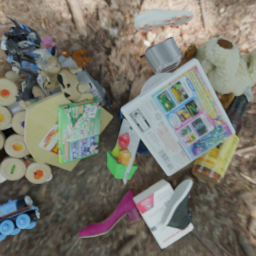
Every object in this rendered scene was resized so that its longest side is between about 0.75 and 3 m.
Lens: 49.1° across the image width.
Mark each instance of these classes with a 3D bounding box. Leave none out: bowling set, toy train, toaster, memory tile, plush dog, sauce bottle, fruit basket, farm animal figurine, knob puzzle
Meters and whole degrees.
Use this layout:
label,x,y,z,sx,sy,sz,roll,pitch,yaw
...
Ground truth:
label,x,y,z,sx,sy,sz,roll,pitch,yaw
bowling set,-4.219,-1.646,7.921,2.192,1.177,1.525,-9,68,-25
toy train,-2.631,-2.115,7.650,0.973,1.703,0.738,-27,80,16
toaster,-1.568,-1.070,8.042,1.373,1.208,2.126,-35,82,-4
memory tile,-2.725,0.185,7.192,2.038,0.223,2.660,15,106,-21
toy train,-2.518,0.721,7.955,1.130,0.418,1.504,6,76,3
toy train,-3.175,2.382,7.431,1.573,0.682,0.899,-21,71,-5
toaster,1.052,-2.154,8.556,1.228,0.698,0.793,-28,80,-10
plush dog,2.643,-1.759,8.039,2.234,1.793,1.919,3,35,-23
sauce bottle,2.680,0.256,7.887,0.875,0.875,2.651,26,75,6
fruit basket,-0.043,0.582,7.320,0.656,1.295,1.399,17,99,-25
farm animal figurine,-1.686,-1.345,6.514,1.645,1.328,0.827,24,37,33
knob puzzle,-1.712,-0.045,7.240,2.486,2.486,0.345,-43,49,-10

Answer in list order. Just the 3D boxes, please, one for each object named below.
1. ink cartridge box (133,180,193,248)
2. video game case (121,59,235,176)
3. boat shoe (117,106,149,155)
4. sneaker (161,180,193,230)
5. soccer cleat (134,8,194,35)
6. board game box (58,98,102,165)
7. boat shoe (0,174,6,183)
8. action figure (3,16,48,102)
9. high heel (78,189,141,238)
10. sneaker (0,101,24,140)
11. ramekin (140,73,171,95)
label,x,y,z,sx,sy,sz,roll,pitch,yaw
ink cartridge box,0.901,2.220,7.305,0.992,0.578,1.371,-30,96,-8
video game case,1.202,-0.150,6.446,1.945,0.253,2.136,-34,114,4
boat shoe,0.103,0.079,8.046,0.657,0.536,1.560,-34,78,-14
sneaker,1.376,1.919,6.880,0.641,0.457,1.292,28,91,-12
soccer cleat,1.129,-3.556,8.960,1.905,0.660,0.739,-11,73,0
board game box,-1.265,0.103,7.304,1.115,1.657,0.241,-15,37,-34
boat shoe,-4.043,0.609,7.902,0.763,0.775,2.185,-22,73,-31
action figure,-2.125,-1.464,6.002,0.890,1.037,1.745,-6,101,-8
high heel,-0.544,2.276,7.431,1.752,0.591,0.842,-14,80,-23
sneaker,-3.760,0.065,7.618,2.416,1.351,0.883,-18,51,-8
ramekin,1.151,-0.420,7.665,2.060,0.959,2.060,11,58,-18
